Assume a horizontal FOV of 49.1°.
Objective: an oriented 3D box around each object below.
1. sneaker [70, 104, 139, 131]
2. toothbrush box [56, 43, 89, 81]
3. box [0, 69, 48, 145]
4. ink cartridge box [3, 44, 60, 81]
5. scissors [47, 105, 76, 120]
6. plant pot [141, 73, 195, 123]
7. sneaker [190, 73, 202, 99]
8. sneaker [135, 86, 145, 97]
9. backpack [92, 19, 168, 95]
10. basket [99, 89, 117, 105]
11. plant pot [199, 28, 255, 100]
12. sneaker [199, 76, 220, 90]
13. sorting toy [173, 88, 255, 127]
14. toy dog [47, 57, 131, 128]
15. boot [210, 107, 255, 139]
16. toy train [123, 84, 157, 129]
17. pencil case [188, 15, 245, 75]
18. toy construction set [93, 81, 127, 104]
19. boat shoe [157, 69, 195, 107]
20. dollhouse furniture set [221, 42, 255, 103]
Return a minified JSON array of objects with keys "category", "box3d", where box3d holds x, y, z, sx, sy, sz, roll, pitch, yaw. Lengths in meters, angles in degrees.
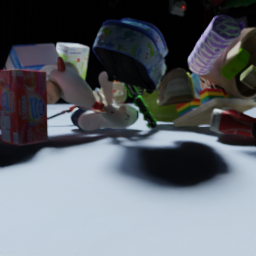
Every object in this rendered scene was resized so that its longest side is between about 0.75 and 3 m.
[{"category":"sneaker","box3d":[-0.905,-0.455,9.645,2.155,0.868,1.578,-10,16,-24]},{"category":"toothbrush box","box3d":[-1.973,-2.157,9.684,0.595,1.382,1.006,23,24,28]},{"category":"box","box3d":[-2.492,-0.504,6.652,0.865,1.686,0.798,5,8,38]},{"category":"ink cartridge box","box3d":[-3.224,-1.795,9.163,1.419,0.819,1.943,-20,-12,-44]},{"category":"scissors","box3d":[-2.340,-0.719,10.906,1.063,0.202,2.905,-33,-6,38]},{"category":"plant pot","box3d":[1.457,-0.994,10.863,1.916,1.990,1.990,-8,6,2]},{"category":"sneaker","box3d":[3.427,-1.474,11.729,0.915,2.334,1.050,-11,-20,-33]},{"category":"sneaker","box3d":[0.385,-1.498,10.377,0.417,0.448,1.129,-7,45,-1]},{"category":"backpack","box3d":[0.067,-1.942,7.166,1.716,1.378,1.876,20,-8,22]},{"category":"basket","box3d":[-0.858,-1.036,11.232,0.859,1.268,0.782,23,5,-9]},{"category":"plant pot","box3d":[3.026,-1.980,8.434,1.981,1.981,1.728,-5,19,-36]},{"category":"sneaker","box3d":[2.792,-1.738,10.160,0.579,1.570,0.628,-14,-7,-25]},{"category":"sorting toy","box3d":[2.810,-0.710,9.270,2.019,0.707,2.031,-2,-17,-30]},{"category":"toy dog","box3d":[-1.211,-1.157,8.212,2.900,1.913,1.397,11,-34,-10]},{"category":"boot","box3d":[3.186,-0.067,7.567,1.555,0.780,2.155,13,10,24]},{"category":"toy train","box3d":[0.403,-0.770,9.090,0.376,1.801,0.508,-30,13,9]},{"category":"pencil case","box3d":[2.131,-2.009,7.076,0.764,0.750,1.788,5,-18,-6]},{"category":"toy construction set","box3d":[-0.488,-1.475,9.524,0.907,1.969,1.291,51,17,27]},{"category":"boat shoe","box3d":[1.148,-0.977,6.990,0.866,0.780,2.401,-7,2,5]},{"category":"dollhouse furniture set","box3d":[3.579,-1.344,6.600,2.260,1.134,1.480,33,-40,-6]}]
